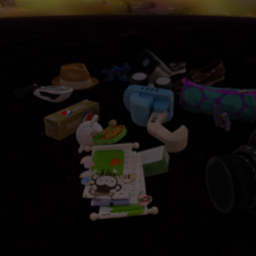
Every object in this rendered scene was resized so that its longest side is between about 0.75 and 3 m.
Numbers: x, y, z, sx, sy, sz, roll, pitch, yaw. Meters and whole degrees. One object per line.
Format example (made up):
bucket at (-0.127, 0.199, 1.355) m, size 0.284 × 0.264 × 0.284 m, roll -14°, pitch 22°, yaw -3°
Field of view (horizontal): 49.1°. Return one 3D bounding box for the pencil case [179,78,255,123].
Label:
pencil case at (3.328, -1.040, 10.372) m, size 2.786 × 1.287 × 1.185 m, roll 11°, pitch 43°, yaw 24°

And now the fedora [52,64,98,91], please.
fedora at (-2.603, -2.571, 13.688) m, size 2.359 × 0.962 × 2.359 m, roll 0°, pitch 28°, yaw 0°

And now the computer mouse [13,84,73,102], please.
computer mouse at (-3.507, -1.433, 11.985) m, size 2.628 × 0.577 × 1.441 m, roll 9°, pitch 23°, yaw 28°

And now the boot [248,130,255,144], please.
boot at (4.735, 0.586, 7.871) m, size 2.083 × 0.721 × 1.813 m, roll -4°, pitch 27°, yaw -12°

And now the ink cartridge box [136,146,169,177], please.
ink cartridge box at (0.369, 0.944, 7.328) m, size 1.331 × 0.395 × 0.691 m, roll -16°, pitch 22°, yaw 20°

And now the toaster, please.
toaster at (0.882, -2.314, 12.058) m, size 1.020 × 1.555 × 1.719 m, roll 27°, pitch 22°, yaw -35°

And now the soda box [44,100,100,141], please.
soda box at (-1.873, -0.309, 9.623) m, size 0.645 × 0.682 × 2.014 m, roll 19°, pitch 32°, yaw 32°

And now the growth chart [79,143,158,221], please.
growth chart at (-0.336, 1.173, 6.633) m, size 1.656 × 0.203 × 2.288 m, roll -10°, pitch 43°, yaw -2°

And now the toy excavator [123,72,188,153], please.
toy excavator at (0.888, -0.465, 9.558) m, size 2.769 × 1.422 × 2.848 m, roll 13°, pitch 44°, yaw 21°

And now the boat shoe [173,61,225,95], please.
boat shoe at (3.143, -2.304, 12.645) m, size 2.463 × 0.866 × 0.867 m, roll -23°, pitch 41°, yaw -2°

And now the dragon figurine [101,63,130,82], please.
dragon figurine at (-0.202, -2.838, 14.447) m, size 2.481 × 0.730 × 1.233 m, roll -6°, pitch 28°, yaw -10°

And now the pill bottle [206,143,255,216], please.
pill bottle at (3.225, 1.050, 6.077) m, size 2.771 × 1.550 × 1.550 m, roll -5°, pitch 28°, yaw -10°

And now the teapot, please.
teapot at (-1.073, 0.172, 7.700) m, size 0.821 × 0.832 × 0.608 m, roll -21°, pitch -3°, yaw 3°

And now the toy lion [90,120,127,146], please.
toy lion at (-0.467, 0.176, 6.850) m, size 0.862 × 0.296 × 0.826 m, roll -29°, pitch 26°, yaw -1°

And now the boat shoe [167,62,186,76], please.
boat shoe at (2.445, -3.287, 15.470) m, size 1.809 × 0.576 × 0.640 m, roll -19°, pitch 33°, yaw -32°

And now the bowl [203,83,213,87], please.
bowl at (3.719, -2.195, 13.532) m, size 0.914 × 0.429 × 0.914 m, roll 0°, pitch 27°, yaw 0°

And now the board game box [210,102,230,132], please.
board game box at (3.095, -0.295, 9.283) m, size 0.264 × 0.856 × 0.857 m, roll -27°, pitch 40°, yaw -4°
